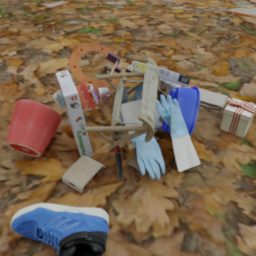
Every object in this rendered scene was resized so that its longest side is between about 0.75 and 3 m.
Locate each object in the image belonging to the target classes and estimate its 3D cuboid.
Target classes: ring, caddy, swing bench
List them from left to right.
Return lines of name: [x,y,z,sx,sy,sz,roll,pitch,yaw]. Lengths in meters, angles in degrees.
ring: [-1.576,-3.012,13.703,2.572,0.247,2.572,6,67,-15]
swing bench: [0.033,-0.710,8.889,2.204,1.430,2.192,-11,55,33]
caddy: [2.146,-0.579,10.850,1.142,2.175,1.538,12,-1,-8]

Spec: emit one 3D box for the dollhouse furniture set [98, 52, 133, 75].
dollhouse furniture set: [-0.736,-2.187,12.239,1.263,1.594,1.131,28,64,-13]

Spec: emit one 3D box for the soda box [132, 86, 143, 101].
soda box: [0.678,-1.519,12.246,0.566,1.763,0.598,-42,87,-21]

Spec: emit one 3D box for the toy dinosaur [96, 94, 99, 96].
toy dinosaur: [-2.020,-1.618,13.319,1.169,0.277,0.515,-14,77,-8]

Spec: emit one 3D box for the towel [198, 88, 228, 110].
towel: [3.811,-1.400,13.364,1.707,0.294,1.131,22,42,26]

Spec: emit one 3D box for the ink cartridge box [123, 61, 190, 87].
ink cartridge box: [1.262,-2.468,12.522,2.204,0.524,2.230,6,17,-40]

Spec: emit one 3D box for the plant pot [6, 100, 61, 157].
plant pot: [-3.490,0.099,10.164,1.789,1.789,1.583,9,67,12]

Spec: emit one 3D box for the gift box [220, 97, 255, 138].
gift box: [4.520,-0.540,11.507,1.187,1.201,1.286,20,43,23]

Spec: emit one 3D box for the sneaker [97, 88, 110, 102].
sneaker: [-1.017,-1.437,12.066,0.495,0.457,1.122,-10,-6,-4]

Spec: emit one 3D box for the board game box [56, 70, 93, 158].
board game box: [-1.909,-0.431,10.049,0.480,2.776,1.752,-17,39,-12]

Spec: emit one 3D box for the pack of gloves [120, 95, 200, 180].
pack of gloves: [1.154,0.204,9.287,2.318,0.545,2.760,-16,82,-27]

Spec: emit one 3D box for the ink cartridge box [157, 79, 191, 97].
ink cartridge box: [2.195,-2.059,13.844,1.096,0.629,1.509,-13,35,-18]

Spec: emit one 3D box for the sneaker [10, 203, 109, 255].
sneaker: [-1.848,2.859,7.302,2.657,1.020,1.478,4,29,-5]

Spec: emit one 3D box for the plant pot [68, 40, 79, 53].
plant pot: [-3.419,-5.095,17.757,0.551,0.787,0.787,-30,45,-11]

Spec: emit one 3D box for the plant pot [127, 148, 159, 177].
plant pot: [0.488,1.139,9.637,1.052,1.052,0.913,26,61,29]

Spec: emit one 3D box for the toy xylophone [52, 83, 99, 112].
toy xylophone: [-1.911,-1.069,10.862,1.831,1.341,0.460,-14,34,25]

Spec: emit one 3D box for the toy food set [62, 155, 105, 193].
toy food set: [-1.508,1.555,9.579,0.900,0.379,1.254,24,52,27]

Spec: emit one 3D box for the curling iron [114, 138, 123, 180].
curling iron: [-0.285,0.803,9.628,0.480,0.248,1.937,-7,72,22]

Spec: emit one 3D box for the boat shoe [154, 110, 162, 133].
boat shoe: [1.116,-0.165,11.238,0.537,0.526,1.507,11,67,11]
